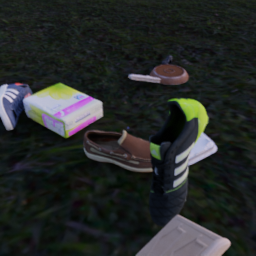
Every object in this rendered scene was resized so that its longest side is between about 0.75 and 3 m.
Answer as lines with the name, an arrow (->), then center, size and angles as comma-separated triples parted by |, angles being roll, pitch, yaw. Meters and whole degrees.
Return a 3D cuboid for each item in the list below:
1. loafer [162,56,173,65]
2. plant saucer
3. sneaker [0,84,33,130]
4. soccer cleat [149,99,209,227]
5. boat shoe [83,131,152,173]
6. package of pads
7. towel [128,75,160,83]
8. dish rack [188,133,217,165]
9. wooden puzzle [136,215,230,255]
loafer -> 1.907, -3.122, 13.196 | 0.342, 0.331, 0.974 | 24, 43, 20
plant saucer -> 1.794, -2.379, 12.211 | 1.682, 0.290, 1.682 | 1, 35, -1
sneaker -> -3.797, -0.872, 9.620 | 1.074, 0.953, 2.542 | -14, 39, -12
soccer cleat -> 0.834, 0.747, 5.978 | 1.157, 2.855, 0.964 | 9, 9, -41
boat shoe -> -0.072, 0.560, 7.590 | 2.493, 0.922, 0.921 | 5, 47, 11
package of pads -> -2.244, -0.635, 9.472 | 2.225, 0.759, 1.719 | 25, 42, 31
towel -> 0.659, -2.006, 11.351 | 1.226, 0.211, 0.813 | 5, 12, -8
dish rack -> 1.782, 0.386, 8.314 | 1.208, 0.306, 1.407 | -24, 43, -14
wooden puzzle -> 0.420, 2.262, 4.120 | 2.038, 2.201, 0.509 | -40, 85, -12
